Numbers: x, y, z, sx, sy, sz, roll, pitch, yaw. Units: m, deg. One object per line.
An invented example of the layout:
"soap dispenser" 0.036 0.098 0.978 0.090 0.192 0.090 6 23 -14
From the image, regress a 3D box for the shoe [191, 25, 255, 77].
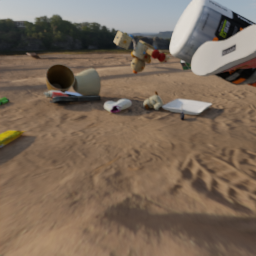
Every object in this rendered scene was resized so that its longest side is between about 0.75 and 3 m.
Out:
"shoe" 2.456 -1.568 6.277 1.028 0.807 2.260 8 -5 -23

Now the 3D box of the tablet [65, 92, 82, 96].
"tablet" -3.082 -1.717 14.882 1.592 0.109 1.036 9 22 26

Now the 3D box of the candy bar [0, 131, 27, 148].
"candy bar" -4.044 0.491 8.502 0.615 0.273 2.468 1 20 14

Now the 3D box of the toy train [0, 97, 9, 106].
"toy train" -6.095 -1.210 13.308 0.335 0.248 1.187 15 22 11

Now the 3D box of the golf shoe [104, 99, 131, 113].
"golf shoe" -0.379 -0.912 12.264 1.313 0.495 0.601 -13 38 -24

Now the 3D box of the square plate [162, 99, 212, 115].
"square plate" 2.632 -0.923 12.476 1.707 0.245 1.724 12 23 31

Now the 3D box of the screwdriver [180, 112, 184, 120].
"screwdriver" 2.258 -0.686 11.572 0.186 0.179 1.280 18 35 4

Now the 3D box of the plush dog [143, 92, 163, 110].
"plush dog" 1.063 -1.151 12.627 0.822 0.768 0.957 -22 12 17

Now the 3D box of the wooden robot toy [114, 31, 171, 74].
"wooden robot toy" 0.547 -2.739 11.258 2.882 1.308 1.270 7 29 -47

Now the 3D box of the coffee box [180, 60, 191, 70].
"coffee box" 2.818 -2.825 12.312 0.936 0.206 0.576 -2 -26 26

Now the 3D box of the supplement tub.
"supplement tub" 2.719 -2.262 7.772 2.775 1.701 1.701 20 17 -12

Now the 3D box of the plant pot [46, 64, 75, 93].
"plant pot" -3.539 -2.227 14.092 1.386 1.386 1.487 -11 -13 -28

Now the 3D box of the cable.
"cable" -2.617 -1.540 13.359 2.702 0.680 1.312 -7 5 -13

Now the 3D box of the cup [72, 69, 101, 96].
"cup" -2.209 -2.226 14.234 1.063 1.486 1.486 -13 23 -34
